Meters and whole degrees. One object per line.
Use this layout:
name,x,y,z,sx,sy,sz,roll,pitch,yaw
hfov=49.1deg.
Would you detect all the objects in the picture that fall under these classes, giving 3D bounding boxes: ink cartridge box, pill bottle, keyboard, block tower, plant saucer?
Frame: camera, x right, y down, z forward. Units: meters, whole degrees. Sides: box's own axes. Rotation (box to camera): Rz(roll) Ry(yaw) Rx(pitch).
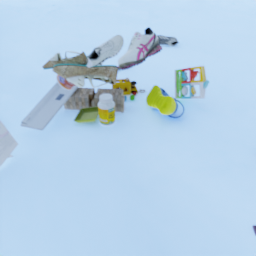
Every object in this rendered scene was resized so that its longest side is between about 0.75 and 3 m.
ink cartridge box,-3.683,0.327,7.038,1.043,1.623,1.016,16,56,21
pill bottle,-1.431,-1.485,7.490,0.979,0.549,0.549,-34,22,30
pill bottle,-0.670,-0.568,8.727,0.528,0.936,0.528,0,35,0
keyboard,-2.311,-0.996,9.105,0.829,0.157,2.947,14,49,16
block tower,-1.182,-0.971,9.538,2.188,0.591,0.633,5,43,7
plant saucer,-1.276,-0.394,9.039,0.767,0.184,0.768,-5,34,16

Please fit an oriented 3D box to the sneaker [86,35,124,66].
sneaker,-0.728,-2.414,8.760,1.426,0.578,0.536,-41,74,2

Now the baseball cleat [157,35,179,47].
baseball cleat,1.944,-4.573,14.748,1.449,0.505,0.771,-6,36,-6

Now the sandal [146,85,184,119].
sandal,1.235,-0.823,9.414,0.849,0.775,1.951,22,19,-28

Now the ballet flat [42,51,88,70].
ballet flat,-1.439,-1.545,6.319,1.081,0.353,0.381,-6,24,3

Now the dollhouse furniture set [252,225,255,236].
dollhouse furniture set,2.868,2.059,5.363,0.617,0.552,0.778,2,35,3

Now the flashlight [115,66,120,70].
flashlight,-0.333,-2.712,12.323,0.804,0.273,0.272,-21,43,-28

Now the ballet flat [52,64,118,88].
ballet flat,-0.882,-1.121,6.116,1.496,0.488,0.528,-6,-1,-26

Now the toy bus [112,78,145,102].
toy bus,-0.067,-1.549,10.403,1.098,0.601,1.164,22,41,28

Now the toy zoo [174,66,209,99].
toy zoo,2.129,-1.504,9.440,0.164,1.049,1.599,-6,7,-29

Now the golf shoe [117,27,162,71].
golf shoe,0.260,-2.523,8.952,0.750,0.951,2.066,-9,25,44
